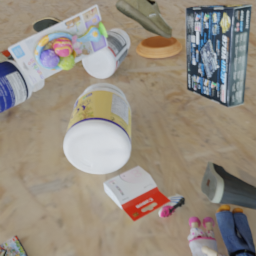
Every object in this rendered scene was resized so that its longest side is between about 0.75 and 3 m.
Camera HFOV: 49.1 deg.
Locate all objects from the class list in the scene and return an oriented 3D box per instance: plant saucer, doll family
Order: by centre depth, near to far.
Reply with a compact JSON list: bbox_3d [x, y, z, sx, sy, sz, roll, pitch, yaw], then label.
[{"bbox_3d":[2.350,2.219,5.074,2.719,1.225,1.688,1,37,1],"label":"doll family"},{"bbox_3d":[1.524,-4.095,13.914,2.260,0.423,2.260,-5,35,3],"label":"plant saucer"}]

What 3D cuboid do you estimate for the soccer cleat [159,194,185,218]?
[{"bbox_3d":[0.957,1.792,6.481,0.805,0.281,0.348,-22,30,-31],"label":"soccer cleat"}]

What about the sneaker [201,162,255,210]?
[{"bbox_3d":[2.294,1.352,6.403,1.013,0.713,1.907,15,10,5],"label":"sneaker"}]

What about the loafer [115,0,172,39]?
[{"bbox_3d":[0.700,-3.613,8.937,2.427,0.819,0.923,14,18,-47],"label":"loafer"}]

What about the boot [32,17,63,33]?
[{"bbox_3d":[-4.077,-5.113,15.028,2.669,1.034,1.846,4,42,7],"label":"boot"}]

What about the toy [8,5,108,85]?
[{"bbox_3d":[-1.753,-2.177,7.951,2.657,1.530,0.627,-33,60,-11],"label":"toy"}]

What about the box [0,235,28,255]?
[{"bbox_3d":[-2.251,2.545,5.556,0.422,0.133,0.767,-27,44,-31],"label":"box"}]

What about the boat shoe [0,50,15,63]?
[{"bbox_3d":[-5.860,-2.955,12.274,0.910,0.800,2.556,7,36,12],"label":"boat shoe"}]

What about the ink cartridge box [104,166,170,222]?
[{"bbox_3d":[0.187,1.490,6.614,1.069,0.375,1.315,-21,26,-26],"label":"ink cartridge box"}]

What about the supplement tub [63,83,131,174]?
[{"bbox_3d":[-0.756,-0.073,7.733,1.683,1.683,2.315,0,37,0],"label":"supplement tub"}]

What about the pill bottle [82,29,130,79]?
[{"bbox_3d":[-0.846,-3.327,12.192,1.483,1.483,2.560,11,38,14],"label":"pill bottle"}]

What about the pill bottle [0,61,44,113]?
[{"bbox_3d":[-4.319,-1.412,9.632,1.529,1.529,2.642,24,43,28],"label":"pill bottle"}]

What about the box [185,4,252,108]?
[{"bbox_3d":[1.551,-1.330,5.067,0.378,1.641,1.304,-15,26,-18],"label":"box"}]

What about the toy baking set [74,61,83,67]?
[{"bbox_3d":[-2.078,-2.938,12.847,0.602,0.091,0.784,21,42,21],"label":"toy baking set"}]
